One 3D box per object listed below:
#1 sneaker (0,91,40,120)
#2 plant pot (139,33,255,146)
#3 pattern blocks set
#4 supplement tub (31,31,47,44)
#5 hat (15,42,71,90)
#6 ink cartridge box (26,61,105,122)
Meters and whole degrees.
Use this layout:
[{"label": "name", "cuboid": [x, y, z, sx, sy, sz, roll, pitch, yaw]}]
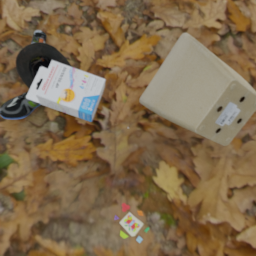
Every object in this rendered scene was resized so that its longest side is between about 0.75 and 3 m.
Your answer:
[{"label": "sneaker", "cuboid": [-3.744, -1.228, 10.952, 2.730, 1.131, 0.968, -25, 71, -9]}, {"label": "plant pot", "cuboid": [2.292, -0.873, 8.268, 2.450, 2.453, 2.171, -56, 40, 16]}, {"label": "pattern blocks set", "cuboid": [0.111, 3.372, 9.847, 1.257, 0.102, 1.105, 29, 73, 9]}, {"label": "supplement tub", "cuboid": [-3.898, -3.693, 12.144, 0.564, 0.564, 0.920, 7, 70, 3]}, {"label": "hat", "cuboid": [-2.547, -1.871, 9.122, 2.010, 2.010, 0.811, 11, 32, 4]}, {"label": "ink cartridge box", "cuboid": [-1.578, -0.965, 6.995, 1.782, 0.605, 1.026, 19, 72, -2]}]
